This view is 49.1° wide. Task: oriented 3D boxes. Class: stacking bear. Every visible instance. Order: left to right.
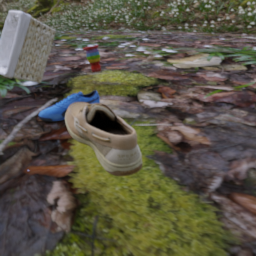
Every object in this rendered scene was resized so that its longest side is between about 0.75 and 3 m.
[{"bbox_3d":[-1.385,-2.770,11.321,0.621,1.022,0.581,-16,18,-12],"label":"stacking bear"}]

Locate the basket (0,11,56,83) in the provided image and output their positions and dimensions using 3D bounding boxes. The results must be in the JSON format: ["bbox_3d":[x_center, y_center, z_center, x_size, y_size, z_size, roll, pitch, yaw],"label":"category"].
[{"bbox_3d":[-3.071,-2.353,8.341,1.137,1.843,1.249,11,11,-43],"label":"basket"}]

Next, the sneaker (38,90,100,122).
[{"bbox_3d":[-2.653,-1.072,12.671,2.896,1.135,0.955,-15,31,-26],"label":"sneaker"}]

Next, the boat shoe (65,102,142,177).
[{"bbox_3d":[-0.590,-0.100,6.008,1.018,0.921,2.856,-18,33,-28],"label":"boat shoe"}]
